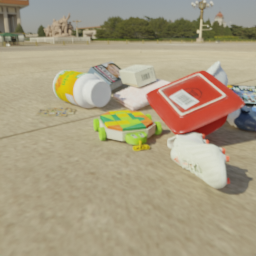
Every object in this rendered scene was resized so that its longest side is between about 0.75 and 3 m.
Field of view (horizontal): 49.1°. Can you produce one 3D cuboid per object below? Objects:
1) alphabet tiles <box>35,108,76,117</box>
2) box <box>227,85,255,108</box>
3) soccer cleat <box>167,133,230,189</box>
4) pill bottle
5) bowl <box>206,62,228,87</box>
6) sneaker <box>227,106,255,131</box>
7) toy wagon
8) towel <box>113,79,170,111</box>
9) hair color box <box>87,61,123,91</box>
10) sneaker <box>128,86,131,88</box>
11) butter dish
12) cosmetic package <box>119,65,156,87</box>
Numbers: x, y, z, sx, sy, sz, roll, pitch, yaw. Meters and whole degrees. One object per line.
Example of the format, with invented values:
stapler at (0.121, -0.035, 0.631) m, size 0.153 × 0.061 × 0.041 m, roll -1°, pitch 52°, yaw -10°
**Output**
alphabet tiles at (-2.946, -0.649, 11.487) m, size 1.503 × 0.048 × 1.251 m, roll -1°, pitch 19°, yaw -3°
box at (4.614, -1.298, 12.100) m, size 2.484 × 0.495 × 1.701 m, roll 4°, pitch 33°, yaw 11°
soccer cleat at (1.547, 0.710, 6.505) m, size 1.023 × 0.914 × 2.638 m, roll -5°, pitch 12°, yaw 0°
pill bottle at (-1.998, -1.671, 12.200) m, size 1.463 × 1.463 × 2.634 m, roll -18°, pitch 26°, yaw -41°
bowl at (2.998, -1.258, 10.730) m, size 1.087 × 2.419 × 2.419 m, roll 41°, pitch 25°, yaw 0°
sneaker at (4.318, -0.539, 9.949) m, size 1.508 × 0.829 × 2.059 m, roll 21°, pitch 33°, yaw 35°
toy wagon at (0.040, 0.005, 8.915) m, size 2.001 × 0.510 × 2.579 m, roll -6°, pitch 20°, yaw -16°
towel at (0.732, -1.571, 12.722) m, size 2.371 × 0.382 × 2.264 m, roll -26°, pitch 27°, yaw -17°
hair color box at (-1.140, -2.841, 15.603) m, size 1.373 × 0.841 × 2.774 m, roll 40°, pitch 27°, yaw 3°
sneaker at (0.632, -2.057, 14.798) m, size 1.347 × 0.536 × 0.879 m, roll 7°, pitch 20°, yaw -10°
butter dish at (1.945, -0.419, 8.484) m, size 2.221 × 1.646 × 2.227 m, roll -23°, pitch 43°, yaw -8°
cosmetic package at (0.425, -2.548, 13.568) m, size 1.030 × 0.727 × 1.990 m, roll -23°, pitch 20°, yaw -15°
